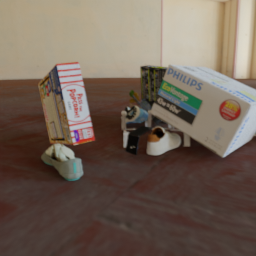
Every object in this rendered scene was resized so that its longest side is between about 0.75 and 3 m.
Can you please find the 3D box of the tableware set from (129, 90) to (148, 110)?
[{"bbox_3d":[0.527,-1.144,13.538,0.258,1.134,1.683,-15,31,-24],"label":"tableware set"}]

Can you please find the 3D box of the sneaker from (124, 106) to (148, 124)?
[{"bbox_3d":[0.306,-0.423,11.821,0.881,0.768,1.959,17,-4,-18],"label":"sneaker"}]

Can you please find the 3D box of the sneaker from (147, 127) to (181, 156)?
[{"bbox_3d":[1.194,0.286,8.926,0.662,0.770,1.819,3,13,31],"label":"sneaker"}]

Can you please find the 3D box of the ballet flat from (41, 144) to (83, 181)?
[{"bbox_3d":[-1.736,0.735,7.290,0.685,0.648,2.033,-10,17,-33],"label":"ballet flat"}]

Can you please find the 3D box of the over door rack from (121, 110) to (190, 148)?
[{"bbox_3d":[0.845,-0.098,10.034,2.152,0.970,2.913,-1,12,-3],"label":"over door rack"}]

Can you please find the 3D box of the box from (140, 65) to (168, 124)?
[{"bbox_3d":[1.352,-1.604,13.029,0.542,2.450,1.963,-14,21,-28],"label":"box"}]

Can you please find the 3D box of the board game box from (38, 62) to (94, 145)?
[{"bbox_3d":[-1.957,-0.581,8.331,0.642,2.099,2.771,-13,4,-27],"label":"board game box"}]

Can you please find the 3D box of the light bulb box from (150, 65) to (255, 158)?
[{"bbox_3d":[2.711,-0.709,8.974,2.741,1.725,2.765,35,28,30],"label":"light bulb box"}]

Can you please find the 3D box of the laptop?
[{"bbox_3d":[0.306,0.348,8.069,0.429,0.830,0.736,9,1,-24],"label":"laptop"}]

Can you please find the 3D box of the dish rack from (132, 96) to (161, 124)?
[{"bbox_3d":[0.815,-0.838,12.095,0.443,1.623,1.245,-41,-9,4],"label":"dish rack"}]

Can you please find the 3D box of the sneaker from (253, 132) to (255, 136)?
[{"bbox_3d":[4.775,0.000,10.165,1.273,1.082,2.876,-23,21,-4],"label":"sneaker"}]
